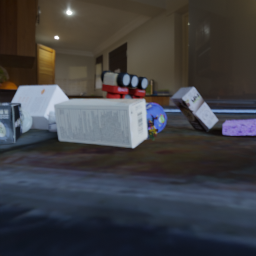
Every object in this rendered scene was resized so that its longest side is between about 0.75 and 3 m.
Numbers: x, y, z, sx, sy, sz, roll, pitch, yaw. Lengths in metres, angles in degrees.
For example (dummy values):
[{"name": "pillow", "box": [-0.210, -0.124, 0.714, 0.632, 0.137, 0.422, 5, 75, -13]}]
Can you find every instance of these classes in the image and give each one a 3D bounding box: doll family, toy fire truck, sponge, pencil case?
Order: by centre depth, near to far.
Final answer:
[{"name": "doll family", "box": [0.748, -0.023, 9.001, 0.497, 0.860, 0.338, -14, -2, 32]}, {"name": "toy fire truck", "box": [-0.096, -0.895, 9.953, 1.299, 2.018, 1.777, 15, 10, 33]}, {"name": "sponge", "box": [4.482, -0.055, 10.643, 1.578, 0.422, 2.829, -2, 5, 22]}, {"name": "pencil case", "box": [0.206, -0.451, 11.408, 1.294, 1.162, 2.979, -13, 12, -31]}]

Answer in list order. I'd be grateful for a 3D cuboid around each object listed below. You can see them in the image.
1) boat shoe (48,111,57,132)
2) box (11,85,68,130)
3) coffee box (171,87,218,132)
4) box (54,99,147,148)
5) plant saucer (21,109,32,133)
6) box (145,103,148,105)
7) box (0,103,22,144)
[{"name": "boat shoe", "box": [-1.755, -0.401, 10.797, 2.612, 0.912, 0.926, -4, -7, -21]}, {"name": "box", "box": [-3.818, -0.859, 11.882, 2.040, 1.553, 1.085, 3, -29, 23]}, {"name": "coffee box", "box": [2.655, -0.741, 11.280, 0.704, 1.764, 0.997, -44, 16, -10]}, {"name": "box", "box": [-0.838, -0.201, 8.290, 2.601, 1.235, 1.011, 5, 18, 28]}, {"name": "plant saucer", "box": [-4.170, -0.330, 10.444, 1.146, 1.146, 0.288, -3, -28, -27]}, {"name": "box", "box": [0.890, -0.562, 12.527, 0.470, 0.973, 0.856, 31, -8, -35]}, {"name": "box", "box": [-4.857, -0.181, 8.796, 2.708, 1.166, 2.218, -2, 6, -16]}]
